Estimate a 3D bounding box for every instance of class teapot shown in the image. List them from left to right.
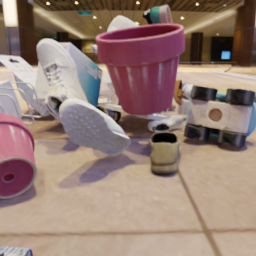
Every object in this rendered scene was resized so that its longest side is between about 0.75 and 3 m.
[{"bbox_3d":[0.083,-2.637,9.688,2.203,1.609,2.175,31,13,-4],"label":"teapot"}]

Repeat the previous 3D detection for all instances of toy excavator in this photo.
[{"bbox_3d":[2.524,-0.428,8.644,2.859,1.469,2.941,11,6,31],"label":"toy excavator"}]

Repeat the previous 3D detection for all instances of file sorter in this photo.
[{"bbox_3d":[-3.314,-0.426,7.533,1.062,1.183,1.705,6,32,26],"label":"file sorter"},{"bbox_3d":[-1.142,-1.033,11.336,0.912,0.818,1.314,1,16,6],"label":"file sorter"},{"bbox_3d":[0.474,-1.049,9.282,1.473,1.322,2.123,15,6,24],"label":"file sorter"}]

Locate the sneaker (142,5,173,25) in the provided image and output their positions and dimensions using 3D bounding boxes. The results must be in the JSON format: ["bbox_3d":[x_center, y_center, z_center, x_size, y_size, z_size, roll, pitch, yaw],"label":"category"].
[{"bbox_3d":[0.962,-2.585,8.313,0.789,1.975,0.705,0,40,24],"label":"sneaker"}]

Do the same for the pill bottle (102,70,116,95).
[{"bbox_3d":[-0.339,-1.835,11.838,0.913,0.913,1.578,12,-14,36],"label":"pill bottle"}]

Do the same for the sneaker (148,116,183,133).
[{"bbox_3d":[1.228,-0.062,8.738,1.193,0.436,0.422,-14,28,-15],"label":"sneaker"}]

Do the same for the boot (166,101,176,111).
[{"bbox_3d":[1.365,-1.107,12.149,1.184,0.515,1.424,1,19,-3],"label":"boot"}]

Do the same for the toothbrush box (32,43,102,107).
[{"bbox_3d":[-1.917,-1.511,9.505,1.074,1.844,2.519,6,-5,18],"label":"toothbrush box"}]

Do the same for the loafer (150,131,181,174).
[{"bbox_3d":[0.881,0.391,6.460,0.769,0.682,2.022,1,16,5],"label":"loafer"}]

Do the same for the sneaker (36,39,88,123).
[{"bbox_3d":[-1.750,-1.157,7.086,0.836,2.269,1.311,-24,14,13],"label":"sneaker"}]

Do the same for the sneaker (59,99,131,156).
[{"bbox_3d":[-0.748,-0.076,5.798,2.045,0.781,0.823,42,14,-53],"label":"sneaker"}]

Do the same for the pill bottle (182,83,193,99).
[{"bbox_3d":[3.158,-1.920,14.652,0.752,0.752,1.300,-5,17,-18],"label":"pill bottle"}]

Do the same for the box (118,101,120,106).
[{"bbox_3d":[-0.116,-1.316,10.036,0.239,1.037,0.825,4,-1,-18],"label":"box"}]

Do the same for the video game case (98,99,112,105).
[{"bbox_3d":[-1.405,-1.267,13.467,1.090,0.125,0.992,-5,16,-16],"label":"video game case"}]

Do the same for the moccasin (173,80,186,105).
[{"bbox_3d":[1.804,-1.242,9.796,0.371,0.960,0.351,-17,-34,38],"label":"moccasin"}]

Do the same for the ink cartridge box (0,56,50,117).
[{"bbox_3d":[-3.742,-1.648,10.827,2.679,0.764,2.178,37,12,-5],"label":"ink cartridge box"}]

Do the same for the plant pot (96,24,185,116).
[{"bbox_3d":[0.383,-1.458,7.086,2.153,1.927,2.153,-7,26,3],"label":"plant pot"}]

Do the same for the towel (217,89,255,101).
[{"bbox_3d":[5.070,-1.597,14.048,2.531,0.462,1.878,-4,17,-19],"label":"towel"}]

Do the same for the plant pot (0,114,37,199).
[{"bbox_3d":[-2.242,0.569,5.021,1.328,1.328,1.188,-11,34,-34],"label":"plant pot"}]

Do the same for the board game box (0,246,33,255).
[{"bbox_3d":[-1.604,1.561,3.079,0.797,0.246,0.797,2,16,6],"label":"board game box"}]

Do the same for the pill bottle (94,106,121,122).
[{"bbox_3d":[-0.715,-0.425,9.405,0.609,0.609,1.088,10,7,31],"label":"pill bottle"}]
